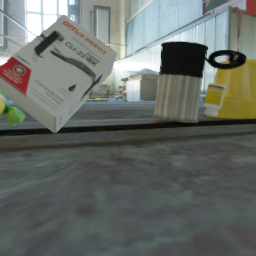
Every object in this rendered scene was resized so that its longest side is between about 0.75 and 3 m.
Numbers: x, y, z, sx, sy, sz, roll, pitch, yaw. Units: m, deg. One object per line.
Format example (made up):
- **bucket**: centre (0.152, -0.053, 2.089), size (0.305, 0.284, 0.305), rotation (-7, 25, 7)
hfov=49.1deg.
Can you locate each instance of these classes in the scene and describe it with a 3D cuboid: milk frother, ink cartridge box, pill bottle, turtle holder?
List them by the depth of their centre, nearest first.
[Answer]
- **ink cartridge box**: centre (-1.731, -1.427, 7.125), size (1.787, 2.476, 1.037), rotation (36, -28, 2)
- **turtle holder**: centre (-4.010, -0.514, 7.482), size (1.516, 1.996, 1.417), rotation (-42, 29, -4)
- **milk frother**: centre (2.528, -1.534, 10.020), size (2.809, 2.642, 2.535), rotation (10, 9, 25)
- **pill bottle**: centre (3.398, -1.111, 11.073), size (0.683, 1.228, 0.683), rotation (10, 6, -1)

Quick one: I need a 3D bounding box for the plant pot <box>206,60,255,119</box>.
- **plant pot**: centre (4.827, -1.705, 12.477), size (2.590, 2.437, 2.590), rotation (-1, 6, 0)
